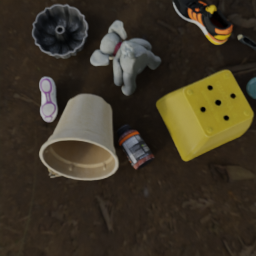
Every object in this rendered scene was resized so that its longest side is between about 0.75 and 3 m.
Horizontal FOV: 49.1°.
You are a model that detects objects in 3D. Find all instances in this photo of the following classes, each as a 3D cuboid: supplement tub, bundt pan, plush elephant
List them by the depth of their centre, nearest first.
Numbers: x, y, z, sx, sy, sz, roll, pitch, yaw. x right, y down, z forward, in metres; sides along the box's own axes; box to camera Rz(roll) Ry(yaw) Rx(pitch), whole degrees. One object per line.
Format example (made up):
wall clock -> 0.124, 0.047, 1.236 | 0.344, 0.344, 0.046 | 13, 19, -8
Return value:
supplement tub -> 0.212, 0.685, 10.431 | 0.861, 0.861, 1.610 | -31, 71, -5
plush elephant -> -0.257, -2.769, 10.592 | 1.916, 2.475, 2.038 | 41, 90, 25
bundt pan -> -2.646, -3.732, 11.241 | 2.188, 0.821, 2.188 | 0, 80, 0

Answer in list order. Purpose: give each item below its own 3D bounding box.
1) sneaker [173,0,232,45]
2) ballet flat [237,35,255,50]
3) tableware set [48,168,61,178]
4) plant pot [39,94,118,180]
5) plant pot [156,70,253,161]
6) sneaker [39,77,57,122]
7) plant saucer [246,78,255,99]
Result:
sneaker -> 3.022, -4.630, 11.150 | 0.994, 1.278, 2.841 | -44, 83, -7
ballet flat -> 4.950, -3.532, 11.478 | 0.985, 0.280, 0.327 | 33, 82, 5
tableware set -> -2.545, 1.487, 10.677 | 1.049, 0.210, 0.693 | -11, 81, -2
plant pot -> -1.510, 0.197, 9.726 | 2.525, 2.525, 2.311 | 3, 51, 1
plant pot -> 2.789, -0.577, 9.914 | 2.598, 2.292, 2.598 | -24, 80, -6
sneaker -> -3.013, -1.099, 10.880 | 0.648, 0.863, 1.732 | 2, 103, -2
plant saucer -> 5.045, -1.510, 10.848 | 0.897, 0.161, 0.897 | 13, 117, 27
